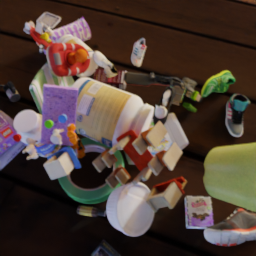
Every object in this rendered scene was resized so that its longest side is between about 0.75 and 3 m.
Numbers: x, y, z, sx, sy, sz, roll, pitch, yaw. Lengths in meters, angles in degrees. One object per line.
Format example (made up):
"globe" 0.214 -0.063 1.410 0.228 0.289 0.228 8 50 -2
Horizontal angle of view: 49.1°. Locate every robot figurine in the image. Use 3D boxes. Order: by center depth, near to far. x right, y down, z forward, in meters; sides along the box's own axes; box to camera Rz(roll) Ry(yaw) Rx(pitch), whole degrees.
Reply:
"robot figurine" -1.897 0.611 10.188 0.346 0.862 1.189 -37 25 0

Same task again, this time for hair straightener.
"hair straightener" 1.069 -1.878 11.391 2.577 0.992 0.527 12 90 6

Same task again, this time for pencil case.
"pencil case" -3.100 -4.505 13.646 2.622 1.100 1.121 -26 97 -15

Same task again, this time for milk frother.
"milk frother" -5.300 -1.555 12.264 0.804 0.726 0.757 -31 65 -19

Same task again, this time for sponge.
"sponge" -2.235 -0.382 9.080 1.080 1.936 0.289 3 18 -16

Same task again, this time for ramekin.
"ramekin" 0.036 2.716 9.485 1.736 0.808 1.736 10 74 -39

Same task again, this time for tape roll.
"tape roll" -1.396 1.568 10.619 2.496 0.600 2.496 0 60 0

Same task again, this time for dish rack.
"dish rack" -4.178 -5.624 14.788 1.070 0.233 0.919 25 65 13

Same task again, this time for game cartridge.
"game cartridge" 1.024 0.489 11.309 2.577 0.521 1.718 -18 66 -9

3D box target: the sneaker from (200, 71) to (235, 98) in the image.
"sneaker" 4.021 -1.903 12.473 1.899 0.703 0.793 -33 62 -17

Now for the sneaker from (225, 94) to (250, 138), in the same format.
"sneaker" 4.539 -0.645 11.531 0.785 1.134 1.878 4 61 2

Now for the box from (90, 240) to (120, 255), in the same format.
"box" -0.508 4.812 8.967 1.964 0.370 1.341 37 67 18

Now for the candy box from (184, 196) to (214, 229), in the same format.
"candy box" 2.507 3.004 9.955 0.899 0.383 1.071 2 61 1

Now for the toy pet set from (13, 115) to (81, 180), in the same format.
"toy pet set" -2.233 0.569 9.012 2.036 1.901 1.081 -19 14 21

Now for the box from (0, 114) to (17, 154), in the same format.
"box" -5.779 0.560 10.458 2.821 0.551 1.930 -40 69 -19

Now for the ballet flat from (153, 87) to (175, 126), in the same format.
"ballet flat" 1.151 -0.733 9.302 0.503 0.506 1.479 16 77 21

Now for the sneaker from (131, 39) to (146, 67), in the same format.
"sneaker" 0.428 -2.903 10.705 0.405 0.538 1.151 17 68 -23

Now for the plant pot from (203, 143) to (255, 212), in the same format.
"plant pot" 3.803 1.487 8.700 2.429 2.642 2.642 -1 50 49

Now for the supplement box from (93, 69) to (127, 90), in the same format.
"supplement box" -0.818 -2.221 12.793 1.451 0.442 0.790 6 62 2

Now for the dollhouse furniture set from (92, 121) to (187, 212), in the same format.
"dollhouse furniture set" 0.644 1.262 9.191 2.707 2.736 1.410 53 44 -8

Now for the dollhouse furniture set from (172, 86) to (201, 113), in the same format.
"dollhouse furniture set" 2.459 -1.278 12.199 1.223 0.614 0.801 24 89 42

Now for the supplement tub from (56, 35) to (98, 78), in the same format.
"supplement tub" -2.375 -3.311 12.882 1.329 1.329 1.837 -39 68 -19

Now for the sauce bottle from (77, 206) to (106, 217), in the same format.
"sauce bottle" -1.270 2.926 9.748 0.987 0.319 0.319 5 61 13

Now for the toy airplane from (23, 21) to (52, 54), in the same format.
"toy airplane" -3.497 -3.732 11.210 0.934 1.318 1.324 -38 46 -22

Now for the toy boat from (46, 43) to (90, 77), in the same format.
"toy boat" -2.137 -2.734 10.995 1.296 1.983 1.294 -4 102 31

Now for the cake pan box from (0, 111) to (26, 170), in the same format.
"cake pan box" -5.629 0.458 11.204 2.604 0.681 2.398 33 64 16

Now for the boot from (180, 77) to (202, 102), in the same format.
"boot" 2.887 -1.773 12.574 1.329 0.450 0.868 34 61 16

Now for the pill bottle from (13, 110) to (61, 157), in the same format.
"pill bottle" -3.362 0.214 10.434 1.189 2.123 1.189 -2 66 5

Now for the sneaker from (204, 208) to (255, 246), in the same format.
"sneaker" 3.735 3.329 9.620 2.525 0.973 1.034 -2 43 -8

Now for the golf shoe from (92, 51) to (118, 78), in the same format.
"golf shoe" -0.833 -2.473 10.717 0.597 1.228 0.481 3 55 49

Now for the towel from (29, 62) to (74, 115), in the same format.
"towel" -3.003 -1.741 11.397 0.304 1.984 2.601 8 48 17

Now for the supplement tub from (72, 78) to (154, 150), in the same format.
"supplement tub" -0.717 -0.444 10.344 2.905 2.101 2.101 22 63 11
